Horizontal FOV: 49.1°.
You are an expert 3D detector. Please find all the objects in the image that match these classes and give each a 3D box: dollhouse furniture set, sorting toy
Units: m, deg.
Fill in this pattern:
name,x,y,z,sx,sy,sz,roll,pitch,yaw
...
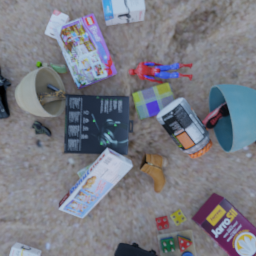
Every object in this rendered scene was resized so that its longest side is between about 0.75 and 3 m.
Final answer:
name,x,y,z,sx,sy,sz,roll,pitch,yaw
dollhouse furniture set,-2.770,-2.016,10.173,1.013,0.664,0.508,8,84,0
sorting toy,1.817,4.428,10.239,1.319,0.463,2.736,-9,89,0

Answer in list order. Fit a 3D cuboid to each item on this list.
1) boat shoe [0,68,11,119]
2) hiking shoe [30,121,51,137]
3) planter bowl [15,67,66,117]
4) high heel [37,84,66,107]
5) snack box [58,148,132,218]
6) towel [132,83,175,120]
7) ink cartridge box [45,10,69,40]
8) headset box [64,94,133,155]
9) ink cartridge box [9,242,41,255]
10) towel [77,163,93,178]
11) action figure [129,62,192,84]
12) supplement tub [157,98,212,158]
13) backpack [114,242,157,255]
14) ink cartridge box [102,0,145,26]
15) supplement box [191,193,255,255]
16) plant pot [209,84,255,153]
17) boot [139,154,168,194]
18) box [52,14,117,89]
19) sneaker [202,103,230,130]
name,x,y,z,sx,sy,sz,roll,pitch,yaw
boat shoe,-4.611,-1.459,10.071,0.793,0.894,2.393,1,91,-1
hiking shoe,-3.215,0.121,10.358,0.847,0.321,0.426,38,91,11
planter bowl,-3.147,-1.155,9.790,1.162,1.726,1.726,-9,90,21
high heel,-2.795,-0.952,10.059,0.853,0.427,1.196,29,70,6
snack box,-1.169,1.981,9.647,1.045,0.353,2.907,31,111,-29
towel,0.985,-0.986,10.343,1.500,0.171,1.077,-15,95,4
ink cartridge box,-2.630,-3.760,10.354,0.559,0.324,0.960,24,89,-5
headset box,-0.983,-0.098,9.949,2.359,1.094,2.054,1,89,0
ink cartridge box,-3.808,4.763,10.251,1.005,0.430,0.742,18,90,-1
towel,-1.369,1.750,10.365,0.835,0.201,0.715,-30,93,-3
action figure,1.159,-2.036,10.248,2.288,0.591,0.749,2,85,3
supplement tub,1.990,0.033,9.722,1.184,1.184,1.932,-38,98,0
backpack,0.439,5.212,9.485,1.808,2.217,1.704,10,48,28
ink cartridge box,-0.151,-4.203,10.008,1.434,1.041,0.600,-8,90,0
supplement box,3.627,3.662,9.904,2.400,1.028,1.325,44,84,0
plant pot,3.803,-0.439,9.340,1.538,2.284,2.284,-12,90,1
boot,0.873,1.607,9.953,1.066,0.526,1.373,16,89,-34
box,-1.547,-2.737,10.141,1.554,0.444,2.272,-22,95,-5
sneaker,3.190,-0.507,10.146,1.303,0.565,0.480,-40,107,-1
